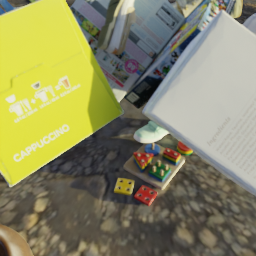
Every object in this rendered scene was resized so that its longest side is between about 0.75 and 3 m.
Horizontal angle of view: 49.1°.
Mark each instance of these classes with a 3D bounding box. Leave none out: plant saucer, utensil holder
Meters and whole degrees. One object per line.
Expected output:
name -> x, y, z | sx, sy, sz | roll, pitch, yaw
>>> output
plant saucer -> -3.186, 2.935, 5.138 | 2.788, 0.447, 2.788 | 0, 43, 0
utensil holder -> 4.041, -1.883, 6.538 | 1.965, 1.965, 2.312 | -15, 17, -16

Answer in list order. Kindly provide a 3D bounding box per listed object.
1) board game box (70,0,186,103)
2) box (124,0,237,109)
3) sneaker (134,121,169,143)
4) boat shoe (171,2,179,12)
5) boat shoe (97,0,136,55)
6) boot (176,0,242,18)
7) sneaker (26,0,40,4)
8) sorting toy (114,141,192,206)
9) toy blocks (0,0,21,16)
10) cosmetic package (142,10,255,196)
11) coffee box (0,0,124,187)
board game box -> -0.450, -2.077, 6.659 | 2.163, 2.932, 0.942 | 38, 10, -16
box -> 1.140, -1.819, 6.636 | 0.537, 2.850, 1.947 | 38, 56, -12
sneaker -> 0.939, -0.271, 8.173 | 1.799, 1.061, 0.662 | -21, 41, -26
boat shoe -> 1.095, -4.186, 10.354 | 2.226, 0.714, 0.821 | -1, 31, 28
boat shoe -> -0.131, -2.261, 5.707 | 0.526, 1.537, 0.574 | 17, 9, -31
boot -> 2.260, -4.011, 8.053 | 1.819, 2.352, 0.847 | -17, 45, 8
sneaker -> -2.285, -3.450, 6.940 | 1.628, 0.674, 0.584 | 44, 32, 22
sorting toy -> 0.666, 0.891, 7.420 | 1.228, 0.431, 2.547 | 26, 48, 26
toy blocks -> -2.645, -3.213, 8.027 | 0.822, 2.264, 1.887 | 28, 78, 26
cosmetic package -> 1.496, -0.310, 4.368 | 2.014, 1.675, 1.685 | 36, 4, -2
coffee box -> -1.521, -0.529, 4.181 | 1.824, 1.827, 1.807 | -34, 17, -23
